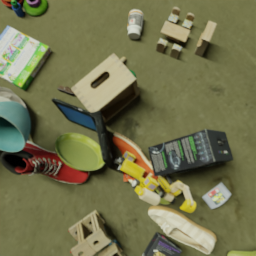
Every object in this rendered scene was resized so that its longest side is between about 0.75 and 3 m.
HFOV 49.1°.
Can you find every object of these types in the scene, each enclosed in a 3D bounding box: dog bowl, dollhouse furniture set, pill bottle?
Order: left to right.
[{"bbox_3d":[-5.001,-0.270,10.768,2.525,0.741,2.525,-1,76,4],"label":"dog bowl"},{"bbox_3d":[-1.074,4.122,9.752,1.225,1.232,1.748,-34,111,-4],"label":"dollhouse furniture set"},{"bbox_3d":[0.292,-4.371,11.870,0.629,0.629,1.080,7,76,2],"label":"pill bottle"},{"bbox_3d":[2.361,-3.868,11.417,1.967,1.280,1.807,23,77,5],"label":"dollhouse furniture set"}]

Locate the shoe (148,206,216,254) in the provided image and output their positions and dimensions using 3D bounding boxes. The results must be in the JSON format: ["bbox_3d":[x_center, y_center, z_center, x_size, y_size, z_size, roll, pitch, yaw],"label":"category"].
[{"bbox_3d":[1.759,3.435,9.530,2.468,0.863,0.659,23,45,15],"label":"shoe"}]

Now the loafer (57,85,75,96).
[{"bbox_3d":[-2.476,-1.547,11.368,0.809,0.295,0.287,21,78,4],"label":"loafer"}]

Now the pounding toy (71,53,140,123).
[{"bbox_3d":[-0.671,-1.690,10.563,2.472,2.275,1.757,-40,80,0],"label":"pounding toy"}]

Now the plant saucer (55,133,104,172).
[{"bbox_3d":[-1.772,0.927,10.227,1.934,1.934,0.300,36,119,8],"label":"plant saucer"}]

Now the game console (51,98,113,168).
[{"bbox_3d":[-1.481,0.291,9.736,1.517,2.607,2.293,-11,77,-1],"label":"game console"}]

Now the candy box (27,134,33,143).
[{"bbox_3d":[-4.212,0.609,10.943,0.918,0.121,0.469,-24,76,-5],"label":"candy box"}]

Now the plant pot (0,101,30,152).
[{"bbox_3d":[-3.513,-0.185,8.224,1.540,1.540,1.037,15,44,4],"label":"plant pot"}]

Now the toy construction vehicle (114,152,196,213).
[{"bbox_3d":[0.838,1.675,9.093,2.188,2.513,0.885,31,95,-20],"label":"toy construction vehicle"}]

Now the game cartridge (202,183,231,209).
[{"bbox_3d":[3.271,2.533,10.286,0.925,0.189,0.616,-40,65,7],"label":"game cartridge"}]

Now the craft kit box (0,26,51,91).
[{"bbox_3d":[-4.647,-2.908,11.619,2.064,0.507,2.090,28,78,9],"label":"craft kit box"}]

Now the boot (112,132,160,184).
[{"bbox_3d":[0.077,1.288,10.423,1.308,0.916,2.440,-43,81,-4],"label":"boot"}]

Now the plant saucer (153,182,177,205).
[{"bbox_3d":[1.385,2.405,10.511,0.899,0.140,0.899,0,77,0],"label":"plant saucer"}]

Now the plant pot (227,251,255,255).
[{"bbox_3d":[3.943,4.621,9.429,1.033,1.124,1.124,-8,72,43],"label":"plant pot"}]

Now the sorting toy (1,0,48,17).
[{"bbox_3d":[-4.608,-5.545,12.028,2.099,0.862,1.261,16,77,3],"label":"sorting toy"}]

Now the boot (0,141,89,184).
[{"bbox_3d":[-2.698,1.380,9.473,2.956,2.133,1.070,23,91,-13],"label":"boot"}]

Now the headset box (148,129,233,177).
[{"bbox_3d":[2.199,0.856,9.453,2.278,1.983,1.057,-21,74,34],"label":"headset box"}]

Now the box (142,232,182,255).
[{"bbox_3d":[0.908,4.598,9.498,0.934,1.076,1.761,33,79,8],"label":"box"}]
